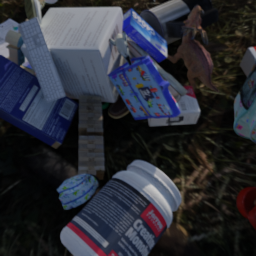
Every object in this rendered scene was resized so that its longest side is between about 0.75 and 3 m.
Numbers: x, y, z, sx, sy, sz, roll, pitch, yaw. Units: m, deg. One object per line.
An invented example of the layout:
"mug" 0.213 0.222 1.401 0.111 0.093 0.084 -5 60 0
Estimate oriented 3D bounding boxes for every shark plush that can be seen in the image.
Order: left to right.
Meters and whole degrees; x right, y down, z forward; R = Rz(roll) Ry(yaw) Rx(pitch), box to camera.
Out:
"shark plush" -0.046 -2.033 7.215 0.467 0.428 1.028 -37 73 14

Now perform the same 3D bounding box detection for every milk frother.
"milk frother" 1.778 -4.572 10.192 2.461 2.616 2.361 -30 17 -19

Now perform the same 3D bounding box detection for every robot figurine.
"robot figurine" 0.200 -3.101 9.992 1.214 1.616 1.008 -13 47 28

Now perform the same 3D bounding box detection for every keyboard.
"keyboard" -2.380 -1.846 7.749 0.628 2.232 0.119 -15 10 20

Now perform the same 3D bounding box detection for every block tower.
"block tower" -1.099 0.297 8.180 0.711 0.761 2.632 1 58 -10

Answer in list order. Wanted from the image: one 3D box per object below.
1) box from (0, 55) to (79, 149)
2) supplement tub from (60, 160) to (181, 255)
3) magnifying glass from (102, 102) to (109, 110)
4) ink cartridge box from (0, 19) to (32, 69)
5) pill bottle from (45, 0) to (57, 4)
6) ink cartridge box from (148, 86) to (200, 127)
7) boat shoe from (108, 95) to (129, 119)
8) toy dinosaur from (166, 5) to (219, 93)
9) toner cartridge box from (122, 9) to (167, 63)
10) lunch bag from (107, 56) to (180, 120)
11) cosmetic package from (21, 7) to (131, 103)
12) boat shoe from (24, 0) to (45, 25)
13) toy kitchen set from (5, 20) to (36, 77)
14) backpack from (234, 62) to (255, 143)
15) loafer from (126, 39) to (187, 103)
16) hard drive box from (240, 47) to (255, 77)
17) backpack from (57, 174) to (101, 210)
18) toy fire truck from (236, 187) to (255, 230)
"box" -2.911 -0.774 8.114 2.762 0.448 1.673 34 47 -21
"supplement tub" -0.113 2.135 6.421 1.747 1.747 2.490 36 64 21
"magnifying glass" -1.178 -1.175 9.519 0.620 0.175 1.559 -26 57 -18
"ink cartridge box" -4.078 -2.915 10.468 2.929 0.615 1.748 31 60 21
"pill bottle" -3.101 -6.775 12.513 1.470 1.470 2.624 13 58 8
"ink cartridge box" 1.354 -0.702 8.948 1.556 0.649 1.130 -3 55 -5
"boat shoe" -0.014 -1.050 9.199 0.646 0.644 1.790 36 63 21
"toy dinosaur" 2.238 -2.312 9.100 1.182 1.867 2.755 -31 88 -28
"toner cartridge box" 0.525 -2.734 8.392 1.618 0.349 0.768 31 48 -34
"lunch bag" 0.536 -1.034 7.244 0.977 2.078 1.564 -36 106 -15
"cosmetic package" -1.471 -2.340 8.939 2.527 2.102 2.114 8 56 18
"boat shoe" -2.779 -3.829 8.392 0.566 0.618 1.654 -10 86 -39
"toy kitchen set" -3.165 -2.440 9.002 0.894 1.517 1.215 23 46 3
"backpack" 4.187 -0.512 7.731 2.279 2.592 1.987 10 63 -2
"loafer" 0.632 -1.651 8.456 2.486 0.894 0.782 45 105 13
"hard drive box" 5.170 -1.800 9.582 1.706 0.840 2.188 -10 57 -8
"backpack" -1.210 1.485 6.585 0.883 0.832 1.083 -17 21 15
"toy fire truck" 4.157 2.069 6.871 2.522 1.414 2.118 -33 86 -19
